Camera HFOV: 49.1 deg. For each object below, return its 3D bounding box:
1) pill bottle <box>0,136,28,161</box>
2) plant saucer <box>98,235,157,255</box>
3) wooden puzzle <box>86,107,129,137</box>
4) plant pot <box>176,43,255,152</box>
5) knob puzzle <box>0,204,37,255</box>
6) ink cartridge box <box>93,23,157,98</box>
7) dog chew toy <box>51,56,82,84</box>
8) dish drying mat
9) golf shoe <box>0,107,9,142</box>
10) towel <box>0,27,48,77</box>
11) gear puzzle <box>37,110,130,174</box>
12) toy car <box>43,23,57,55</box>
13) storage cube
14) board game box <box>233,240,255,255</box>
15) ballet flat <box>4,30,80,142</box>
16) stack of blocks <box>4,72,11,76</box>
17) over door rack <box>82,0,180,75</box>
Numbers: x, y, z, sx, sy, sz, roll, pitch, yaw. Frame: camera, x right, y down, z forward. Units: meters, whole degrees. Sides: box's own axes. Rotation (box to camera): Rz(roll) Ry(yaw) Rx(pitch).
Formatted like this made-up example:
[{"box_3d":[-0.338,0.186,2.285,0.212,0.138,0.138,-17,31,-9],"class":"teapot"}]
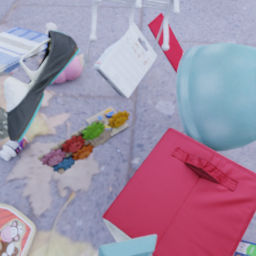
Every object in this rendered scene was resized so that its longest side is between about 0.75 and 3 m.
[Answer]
[{"box_3d":[-3.645,0.610,8.901,0.485,0.485,0.870,24,55,19],"class":"pill bottle"},{"box_3d":[-0.087,2.046,4.175,0.735,2.101,0.199,-7,55,-12],"class":"plant saucer"},{"box_3d":[-0.732,-0.213,9.722,1.099,0.275,1.186,-31,57,-22],"class":"wooden puzzle"},{"box_3d":[2.601,-0.776,6.553,1.818,2.714,2.714,-7,40,40],"class":"plant pot"},{"box_3d":[-3.666,2.957,7.017,2.901,0.402,2.901,0,50,0],"class":"knob puzzle"},{"box_3d":[-0.034,-1.482,6.231,0.325,1.052,1.298,16,68,49],"class":"ink cartridge box"},{"box_3d":[-2.667,-2.238,10.977,1.650,1.028,1.028,-27,55,-12],"class":"dog chew toy"},{"box_3d":[1.321,-2.548,8.701,0.739,1.923,0.175,-48,26,-24],"class":"dish drying mat"},{"box_3d":[-3.427,0.280,5.731,1.453,1.170,2.988,-36,16,13],"class":"golf shoe"},{"box_3d":[-3.266,-1.927,7.248,1.805,0.293,2.457,22,49,25],"class":"towel"},{"box_3d":[-0.896,0.356,6.707,2.330,1.207,0.305,-34,61,-2],"class":"gear puzzle"},{"box_3d":[-3.329,-3.840,12.350,0.983,1.147,1.311,17,42,-32],"class":"toy car"},{"box_3d":[1.194,1.966,6.317,2.359,2.759,2.480,30,66,22],"class":"storage cube"},{"box_3d":[2.502,3.803,4.986,1.996,2.949,0.508,-46,19,-31],"class":"board game box"},{"box_3d":[-1.941,-0.934,5.663,0.835,0.840,2.456,5,63,58],"class":"ballet flat"},{"box_3d":[-5.932,-2.613,11.060,2.205,1.270,0.646,-11,51,-9],"class":"stack of blocks"},{"box_3d":[-0.062,-2.455,8.020,2.207,2.988,0.995,4,65,-13],"class":"over door rack"}]
